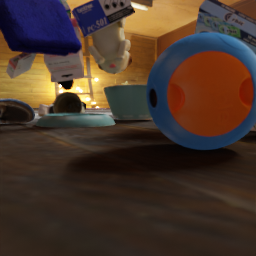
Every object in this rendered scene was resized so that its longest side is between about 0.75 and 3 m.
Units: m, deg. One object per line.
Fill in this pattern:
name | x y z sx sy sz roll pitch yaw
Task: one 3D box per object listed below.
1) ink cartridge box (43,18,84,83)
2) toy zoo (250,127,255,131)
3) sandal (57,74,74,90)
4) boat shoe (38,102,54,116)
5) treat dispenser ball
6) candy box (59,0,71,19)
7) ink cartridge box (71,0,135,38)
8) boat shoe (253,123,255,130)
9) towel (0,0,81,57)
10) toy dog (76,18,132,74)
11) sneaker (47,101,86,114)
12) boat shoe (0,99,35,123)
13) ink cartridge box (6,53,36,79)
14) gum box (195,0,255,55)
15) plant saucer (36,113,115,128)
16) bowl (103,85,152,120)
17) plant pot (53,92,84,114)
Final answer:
ink cartridge box | -2.152 -2.579 9.306 1.179 2.024 0.683 -10 -22 -2
toy zoo | 4.411 -0.077 7.638 1.909 0.298 2.909 -4 7 -32
sandal | -2.727 -2.534 10.472 0.904 2.407 0.542 -8 15 34
boat shoe | -4.260 -1.132 16.596 0.835 0.817 2.357 3 6 31
treat dispenser ball | 1.244 -0.584 4.642 1.890 1.890 1.890 0 5 0
candy box | -2.830 -3.914 8.947 1.559 1.318 0.600 -25 -11 -19
ink cartridge box | -0.599 -2.897 6.999 1.459 0.686 0.322 -33 16 -18
boat shoe | 3.586 -0.582 6.850 0.875 1.049 2.812 -19 15 50
towel | -2.614 -3.119 7.182 0.720 2.906 2.146 -36 -13 38
toy dog | -0.742 -3.052 10.184 1.647 2.360 2.288 -16 37 -1
sneaker | -2.695 -0.859 14.042 1.358 0.887 2.427 8 17 37
boat shoe | -4.706 -0.516 9.962 2.594 0.937 0.939 8 27 0
ink cartridge box | -3.584 -2.215 9.381 0.766 0.354 1.406 -41 6 -32
gum box | 2.972 -2.538 8.499 1.996 0.523 2.349 37 -12 16
plant saucer | -1.841 -0.302 9.949 2.753 0.377 2.753 -1 5 0
bowl | 0.274 -1.072 12.313 2.706 1.415 2.706 0 4 0
plant pot | -2.439 -0.830 12.112 1.255 1.255 1.149 1 -6 6
